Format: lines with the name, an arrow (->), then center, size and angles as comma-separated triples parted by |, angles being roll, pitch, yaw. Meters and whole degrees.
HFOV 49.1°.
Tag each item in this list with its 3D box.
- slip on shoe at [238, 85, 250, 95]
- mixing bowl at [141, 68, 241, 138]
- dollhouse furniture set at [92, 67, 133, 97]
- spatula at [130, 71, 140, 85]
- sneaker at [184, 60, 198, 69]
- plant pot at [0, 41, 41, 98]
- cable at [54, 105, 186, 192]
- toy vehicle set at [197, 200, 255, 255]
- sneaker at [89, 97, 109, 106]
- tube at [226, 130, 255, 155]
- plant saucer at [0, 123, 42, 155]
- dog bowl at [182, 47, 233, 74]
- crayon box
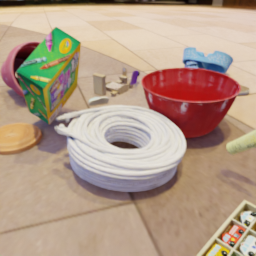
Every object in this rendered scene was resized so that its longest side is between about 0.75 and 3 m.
slip on shoe -> 4.229, -1.893, 12.080 | 1.976, 0.599, 0.751 | 19, 35, 31
mixing bowl -> 1.871, -0.718, 8.967 | 2.985, 1.617, 2.985 | 1, 29, 0
dollhouse furniture set -> -0.505, -2.064, 12.142 | 0.991, 0.846, 1.911 | 21, 35, 32
spatula -> 0.342, -2.238, 12.039 | 0.210, 0.578, 2.047 | 11, 18, 4
sneaker -> 3.136, -2.949, 13.844 | 0.649, 0.721, 1.754 | 0, 31, -4
plant pot -> -4.115, -2.269, 11.424 | 1.986, 2.219, 2.219 | 6, 26, 44
cable -> -0.078, 0.433, 7.311 | 2.997, 1.038, 2.997 | -18, 41, -36
toy vehicle set -> 2.249, 2.237, 5.101 | 1.255, 0.268, 2.019 | 25, 38, 37
sneaker -> -1.163, -1.106, 10.999 | 0.808, 0.299, 0.331 | -10, 35, -18
tube -> 2.803, 0.287, 6.391 | 0.346, 1.194, 0.310 | 34, 52, -18
plant saucer -> -3.532, 0.261, 8.614 | 1.657, 0.267, 1.657 | 0, 29, 0
dog bowl -> 3.875, -3.327, 14.005 | 2.543, 0.630, 1.417 | 19, -6, 28
crayon box -> -2.261, -1.386, 8.346 | 0.834, 2.863, 1.700 | 32, 68, -1
